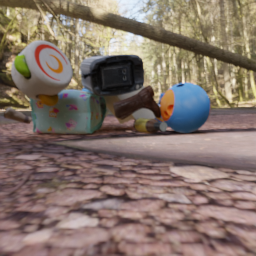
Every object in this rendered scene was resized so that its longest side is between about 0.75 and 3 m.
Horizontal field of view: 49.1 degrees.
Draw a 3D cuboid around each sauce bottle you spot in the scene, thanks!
[{"bbox_3d":[0.892,-0.082,11.326,0.588,0.588,1.819,-3,6,-32],"label":"sauce bottle"}]

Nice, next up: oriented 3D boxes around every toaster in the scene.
[{"bbox_3d":[-0.787,-2.115,11.091,2.672,1.518,1.726,-14,20,-24],"label":"toaster"}]

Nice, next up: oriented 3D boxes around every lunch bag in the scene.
[{"bbox_3d":[-2.390,-0.746,12.058,2.549,1.825,2.993,1,11,7],"label":"lunch bag"}]

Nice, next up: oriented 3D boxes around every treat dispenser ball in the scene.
[{"bbox_3d":[2.314,-0.811,11.447,2.030,2.030,2.030,0,5,0],"label":"treat dispenser ball"}]

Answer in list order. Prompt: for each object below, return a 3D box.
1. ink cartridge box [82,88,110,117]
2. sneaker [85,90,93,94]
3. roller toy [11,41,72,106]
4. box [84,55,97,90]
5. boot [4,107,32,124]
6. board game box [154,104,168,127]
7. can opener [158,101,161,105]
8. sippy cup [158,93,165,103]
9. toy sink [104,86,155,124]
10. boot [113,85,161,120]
[{"bbox_3d":[-1.149,-2.147,14.520,0.939,2.768,1.605,12,-29,35],"label":"ink cartridge box"},{"bbox_3d":[-1.681,-1.988,13.179,0.418,1.066,0.480,42,-7,50],"label":"sneaker"},{"bbox_3d":[-3.039,-1.944,9.910,1.414,1.846,2.023,-26,-54,35],"label":"roller toy"},{"bbox_3d":[-1.322,-2.341,12.381,0.896,1.466,0.777,14,-1,-21],"label":"box"},{"bbox_3d":[-3.429,-0.349,8.820,0.753,0.362,1.030,22,-1,-12],"label":"boot"},{"bbox_3d":[1.536,-0.788,14.464,1.534,0.438,1.566,26,22,0],"label":"board game box"},{"bbox_3d":[1.956,-1.231,15.504,2.620,1.030,0.831,-38,-15,36],"label":"can opener"},{"bbox_3d":[2.528,-1.168,16.699,2.429,1.780,1.908,-2,6,-28],"label":"sippy cup"},{"bbox_3d":[0.072,-1.206,13.531,1.635,2.508,1.405,-47,14,-30],"label":"toy sink"},{"bbox_3d":[0.337,-0.661,11.101,1.767,1.647,0.568,-31,33,-9],"label":"boot"}]
